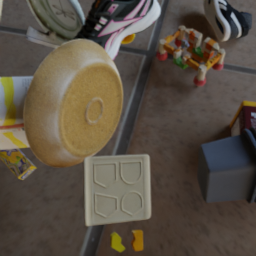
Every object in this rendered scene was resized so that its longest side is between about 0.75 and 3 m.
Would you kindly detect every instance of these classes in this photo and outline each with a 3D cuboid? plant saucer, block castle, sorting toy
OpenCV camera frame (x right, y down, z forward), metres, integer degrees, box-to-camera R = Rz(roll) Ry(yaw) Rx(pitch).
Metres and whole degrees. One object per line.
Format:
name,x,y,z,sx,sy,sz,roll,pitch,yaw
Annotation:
plant saucer,-1.866,-3.226,7.688,2.244,2.244,0.563,33,65,19
block castle,2.380,-2.741,10.780,1.557,1.093,2.330,-40,64,-19
sorting toy,-0.207,1.546,5.731,1.457,0.262,1.956,-1,88,-21
plant saucer,-0.895,-0.403,6.032,0.503,2.838,2.838,19,58,30

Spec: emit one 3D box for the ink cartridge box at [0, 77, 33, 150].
ink cartridge box,-2.695,-0.251,6.198,2.461,1.786,1.026,-5,68,-15

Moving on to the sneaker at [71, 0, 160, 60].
sneaker,-0.592,-2.542,6.640,2.941,1.270,1.181,-45,62,-7

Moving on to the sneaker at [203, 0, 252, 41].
sneaker,4.445,-5.010,12.352,1.602,1.046,2.864,-7,65,-9

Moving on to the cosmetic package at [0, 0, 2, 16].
cosmetic package,-4.100,-2.788,7.402,0.956,1.354,2.616,5,90,-6

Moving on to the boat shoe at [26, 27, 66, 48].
boat shoe,-2.128,-2.420,7.527,1.158,0.381,0.417,8,25,-32

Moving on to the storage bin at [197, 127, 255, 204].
storage bin,2.205,0.888,6.273,1.197,1.782,1.297,-9,48,2

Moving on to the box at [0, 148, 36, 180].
box,-3.043,0.689,7.249,1.366,0.439,0.478,44,74,11

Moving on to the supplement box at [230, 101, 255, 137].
supplement box,4.345,0.417,8.573,1.962,1.321,1.989,6,57,4

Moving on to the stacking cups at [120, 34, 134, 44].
stacking cups,-0.104,-3.774,9.377,0.654,0.654,2.163,1,57,0
